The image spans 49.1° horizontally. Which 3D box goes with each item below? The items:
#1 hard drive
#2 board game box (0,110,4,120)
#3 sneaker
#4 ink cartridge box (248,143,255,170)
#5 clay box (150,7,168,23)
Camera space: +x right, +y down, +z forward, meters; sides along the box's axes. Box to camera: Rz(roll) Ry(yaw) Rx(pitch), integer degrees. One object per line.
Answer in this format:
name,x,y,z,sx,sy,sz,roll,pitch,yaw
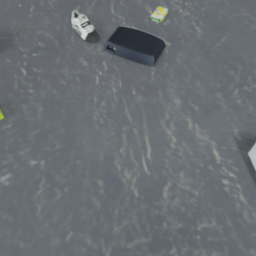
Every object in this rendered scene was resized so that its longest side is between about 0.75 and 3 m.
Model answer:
hard drive,0.297,-3.481,11.664,2.283,0.483,1.540,23,59,14
board game box,-5.097,-0.382,9.705,1.313,0.313,0.667,-26,60,-17
sneaker,-1.913,-4.412,12.115,0.677,0.809,1.828,-36,65,-23
ink cartridge box,4.786,1.329,8.196,1.563,0.915,2.163,-8,58,-5
clay box,1.462,-5.278,13.027,0.522,0.216,0.908,24,59,15
